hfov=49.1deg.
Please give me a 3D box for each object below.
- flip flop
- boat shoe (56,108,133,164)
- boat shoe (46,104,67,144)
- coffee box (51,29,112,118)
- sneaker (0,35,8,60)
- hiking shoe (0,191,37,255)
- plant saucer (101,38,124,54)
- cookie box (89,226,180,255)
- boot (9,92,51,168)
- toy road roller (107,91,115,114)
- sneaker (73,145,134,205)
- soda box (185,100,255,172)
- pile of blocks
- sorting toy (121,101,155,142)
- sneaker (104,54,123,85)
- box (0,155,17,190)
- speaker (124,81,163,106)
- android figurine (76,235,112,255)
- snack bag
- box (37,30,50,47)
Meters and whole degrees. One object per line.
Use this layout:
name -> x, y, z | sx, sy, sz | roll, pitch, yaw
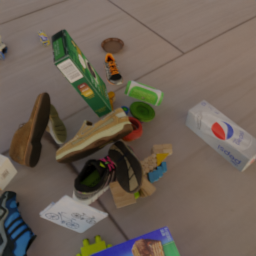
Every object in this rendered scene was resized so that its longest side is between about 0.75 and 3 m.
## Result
flip flop -> -0.036, 1.213, 8.841 | 0.883, 0.627, 2.177 | -39, 36, 2
boat shoe -> -1.295, 0.246, 9.709 | 2.909, 1.043, 1.108 | -26, 76, 7
boat shoe -> -2.853, -0.081, 10.676 | 0.621, 0.568, 1.662 | 1, 60, -54
coffee box -> -1.590, -1.827, 9.873 | 0.629, 2.861, 1.759 | -27, 48, 10
sneaker -> -6.165, -3.870, 13.512 | 0.706, 0.639, 1.658 | -2, 61, -14
hiking shoe -> -3.321, 3.101, 8.236 | 1.178, 1.011, 2.718 | 6, 44, -24
plant saucer -> -0.769, -4.024, 13.798 | 1.146, 0.197, 1.146 | 1, 54, -1
cookie box -> 0.169, 4.090, 7.107 | 2.652, 0.997, 2.269 | -15, 62, -16
boot -> -3.490, -0.029, 9.908 | 1.016, 0.991, 2.692 | 13, 84, 13
toy road roller -> -0.772, -0.956, 11.339 | 0.683, 0.575, 0.936 | 42, 69, 16
sneaker -> -0.769, 1.377, 9.241 | 0.986, 1.169, 2.672 | 39, 62, 25
soda box -> 3.414, 0.239, 10.221 | 0.877, 0.944, 2.766 | -34, 61, -22
pile of blocks -> 0.535, 1.641, 9.343 | 2.737, 0.851, 1.124 | -39, 77, -18
sorting toy -> 0.134, -0.194, 10.708 | 1.241, 0.848, 2.066 | 32, 44, 8
sneaker -> -0.710, -2.598, 12.467 | 0.679, 0.670, 1.734 | -17, 57, -14
box -> -4.786, 1.249, 9.424 | 1.649, 1.026, 0.804 | 22, 57, 15
speaker -> 0.635, -1.387, 11.249 | 1.494, 0.661, 0.661 | 19, 55, -4
android figurine -> -0.941, 3.754, 8.079 | 1.089, 0.246, 1.196 | -14, 52, -11
snack bag -> -1.538, 2.407, 7.806 | 1.422, 1.508, 0.161 | 32, 38, -21
box -> -4.243, -4.494, 14.065 | 0.343, 0.314, 0.978 | -22, 58, -15
